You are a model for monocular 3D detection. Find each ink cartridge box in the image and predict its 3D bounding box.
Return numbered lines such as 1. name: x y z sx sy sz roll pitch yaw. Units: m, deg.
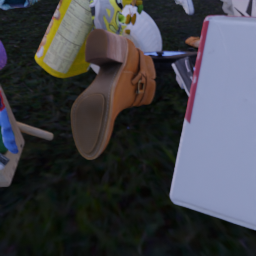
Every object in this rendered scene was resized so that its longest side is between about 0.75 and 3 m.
1. ink cartridge box: 1.733 -0.189 4.072 1.196 2.119 2.887 14 13 23
2. ink cartridge box: 2.692 -1.997 11.143 1.362 0.520 0.929 -2 35 -6

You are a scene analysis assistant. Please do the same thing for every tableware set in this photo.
1. tableware set: 0.160 -3.371 8.540 0.181 1.182 0.796 3 58 -23

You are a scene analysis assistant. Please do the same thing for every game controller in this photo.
1. game controller: 0.917 -1.875 7.554 1.547 0.624 2.965 18 24 23

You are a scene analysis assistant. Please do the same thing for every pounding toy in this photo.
1. pounding toy: -3.594 0.087 6.703 2.798 2.576 1.989 0 47 1

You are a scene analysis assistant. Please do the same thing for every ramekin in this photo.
1. ramekin: -0.269 -3.023 10.690 2.840 2.840 1.384 13 45 17

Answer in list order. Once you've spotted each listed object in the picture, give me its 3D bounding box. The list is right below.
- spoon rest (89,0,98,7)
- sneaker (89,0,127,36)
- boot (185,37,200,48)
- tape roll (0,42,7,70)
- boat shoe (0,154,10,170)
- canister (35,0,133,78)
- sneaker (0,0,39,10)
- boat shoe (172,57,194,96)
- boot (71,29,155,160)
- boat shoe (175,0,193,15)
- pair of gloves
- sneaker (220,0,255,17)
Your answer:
1. spoon rest: -0.834 -2.976 5.719 0.278 0.917 0.456 -33 32 -19
2. sneaker: -0.394 -2.502 7.277 0.798 2.089 0.788 -11 75 3
3. boot: 3.869 -4.629 14.906 1.416 0.522 1.095 -20 35 -31
4. tape roll: -3.950 -2.022 6.303 2.300 2.300 0.754 18 60 24
5. boat shoe: -2.349 0.381 4.753 0.279 0.773 0.274 13 56 48
6. canister: -1.283 -2.991 8.119 1.269 2.933 2.178 41 30 5
7. sneaker: -2.333 -3.251 6.799 1.782 0.692 0.769 -20 54 -4
8. boat shoe: 1.267 -0.817 5.345 0.378 0.444 1.327 -32 64 18
9. boot: -0.113 -0.534 5.236 0.830 2.252 1.742 12 4 33
10. boat shoe: 1.828 -4.513 9.749 0.463 0.510 1.387 -21 81 3
11. pair of gloves: -1.962 -0.410 4.185 0.190 1.669 1.342 -16 50 -22
12. sneaker: 2.017 -1.818 4.408 0.727 0.608 1.642 14 4 33
